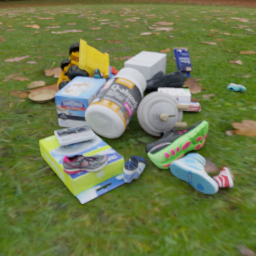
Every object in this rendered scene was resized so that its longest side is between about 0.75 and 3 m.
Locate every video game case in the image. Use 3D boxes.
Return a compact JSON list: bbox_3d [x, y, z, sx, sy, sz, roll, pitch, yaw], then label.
[{"bbox_3d":[-1.834,0.236,9.593,1.189,0.139,1.081,-13,25,-20],"label":"video game case"}]

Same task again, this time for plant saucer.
[{"bbox_3d":[-4.275,-1.564,14.060,1.355,0.240,1.355,0,31,0],"label":"plant saucer"}]

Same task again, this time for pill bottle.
[{"bbox_3d":[-0.394,-1.070,11.223,1.634,1.634,2.808,13,51,21],"label":"pill bottle"}]

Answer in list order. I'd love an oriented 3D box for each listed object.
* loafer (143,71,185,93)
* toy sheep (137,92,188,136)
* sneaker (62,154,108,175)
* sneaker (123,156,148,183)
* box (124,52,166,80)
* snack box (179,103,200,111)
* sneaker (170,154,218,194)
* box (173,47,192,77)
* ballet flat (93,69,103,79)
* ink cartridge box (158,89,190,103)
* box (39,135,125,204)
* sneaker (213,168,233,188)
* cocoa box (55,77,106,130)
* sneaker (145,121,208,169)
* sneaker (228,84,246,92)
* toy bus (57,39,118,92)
[{"bbox_3d":[1.613,-2.452,14.603,2.871,1.008,0.975,-11,-5,-22],"label":"loafer"},{"bbox_3d":[1.260,-0.522,10.757,1.891,1.891,2.743,-1,3,-2],"label":"toy sheep"},{"bbox_3d":[-1.233,0.986,8.112,1.325,0.495,0.534,-10,33,-16],"label":"sneaker"},{"bbox_3d":[0.189,1.288,8.980,0.555,0.565,1.467,18,17,23],"label":"sneaker"},{"bbox_3d":[1.029,-3.430,16.231,1.575,1.234,2.532,14,34,23],"label":"box"},{"bbox_3d":[2.236,-1.003,12.959,2.090,0.254,0.751,3,16,5],"label":"snack box"},{"bbox_3d":[2.267,1.327,8.764,1.092,0.666,1.673,-26,40,-34],"label":"sneaker"},{"bbox_3d":[3.228,-3.846,16.402,1.047,1.729,0.280,-8,-4,-35],"label":"box"},{"bbox_3d":[-1.337,-2.367,12.823,0.417,0.419,1.225,2,-12,-1],"label":"ballet flat"},{"bbox_3d":[2.223,-1.534,13.725,1.537,0.517,0.900,4,29,5],"label":"ink cartridge box"},{"bbox_3d":[-1.508,1.035,9.223,1.820,0.711,2.985,-21,36,-30],"label":"box"},{"bbox_3d":[2.882,1.549,8.695,0.543,0.344,0.966,-8,17,10],"label":"sneaker"},{"bbox_3d":[-1.945,-1.133,12.115,1.487,1.463,2.230,8,31,13],"label":"cocoa box"},{"bbox_3d":[1.805,0.353,9.967,2.944,1.130,1.233,-23,41,-35],"label":"sneaker"},{"bbox_3d":[5.760,-2.050,14.886,0.945,0.366,0.376,20,54,38],"label":"sneaker"},{"bbox_3d":[-1.999,-2.683,14.235,2.684,2.796,1.897,15,55,-31],"label":"toy bus"}]
